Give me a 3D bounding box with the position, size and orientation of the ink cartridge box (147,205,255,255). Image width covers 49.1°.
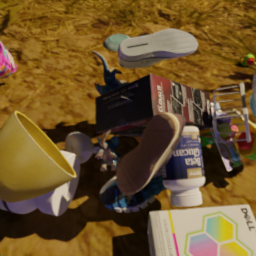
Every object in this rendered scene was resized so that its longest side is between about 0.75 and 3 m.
[{"bbox_3d":[1.941,2.487,5.662,2.968,0.880,1.541,-3,44,-3],"label":"ink cartridge box"}]

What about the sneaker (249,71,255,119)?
[{"bbox_3d":[3.053,-0.691,6.527,0.623,1.686,0.691,-34,33,-11],"label":"sneaker"}]

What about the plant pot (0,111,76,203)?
[{"bbox_3d":[-1.888,0.667,5.034,1.131,1.593,1.593,-42,54,-6],"label":"plant pot"}]

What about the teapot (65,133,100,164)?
[{"bbox_3d":[-1.255,0.529,7.741,0.689,0.931,0.943,-12,61,-39],"label":"teapot"}]

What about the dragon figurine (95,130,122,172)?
[{"bbox_3d":[-0.445,0.441,6.186,0.459,1.561,0.776,-7,44,6],"label":"dragon figurine"}]

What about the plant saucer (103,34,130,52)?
[{"bbox_3d":[-0.419,-3.933,12.670,1.439,0.277,1.439,1,45,0],"label":"plant saucer"}]

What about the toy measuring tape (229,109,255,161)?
[{"bbox_3d":[3.275,0.246,7.765,0.890,0.890,2.419,-4,24,-4],"label":"toy measuring tape"}]

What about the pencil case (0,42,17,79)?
[{"bbox_3d":[-4.225,-2.129,8.761,1.224,1.224,2.770,-13,12,-13],"label":"pencil case"}]

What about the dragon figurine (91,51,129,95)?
[{"bbox_3d":[-0.544,-1.155,7.913,0.995,2.002,0.589,-47,37,-5],"label":"dragon figurine"}]

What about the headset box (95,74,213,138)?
[{"bbox_3d":[0.547,-0.379,6.679,2.485,1.849,0.960,8,73,-42],"label":"headset box"}]

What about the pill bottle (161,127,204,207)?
[{"bbox_3d":[1.196,0.854,6.238,0.925,0.925,1.666,-5,82,-5],"label":"pill bottle"}]

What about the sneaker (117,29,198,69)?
[{"bbox_3d":[0.729,-2.028,7.320,2.143,0.758,0.782,-8,74,-12],"label":"sneaker"}]

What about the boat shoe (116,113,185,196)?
[{"bbox_3d":[0.452,0.554,5.499,0.680,2.098,0.755,-7,46,-44],"label":"boat shoe"}]

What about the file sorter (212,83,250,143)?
[{"bbox_3d":[2.500,-0.352,6.845,0.768,0.856,1.234,-6,39,22],"label":"file sorter"}]

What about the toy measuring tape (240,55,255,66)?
[{"bbox_3d":[5.139,-2.766,11.374,1.199,0.441,0.441,-3,44,-3],"label":"toy measuring tape"}]

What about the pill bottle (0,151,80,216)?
[{"bbox_3d":[-2.795,1.004,6.571,2.995,1.735,1.735,11,45,10],"label":"pill bottle"}]

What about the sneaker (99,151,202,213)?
[{"bbox_3d":[0.443,1.086,7.142,2.880,1.080,1.248,-22,31,-27],"label":"sneaker"}]

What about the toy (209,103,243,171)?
[{"bbox_3d":[2.642,0.141,7.451,1.070,0.439,1.858,-7,78,-49],"label":"toy"}]

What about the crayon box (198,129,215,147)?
[{"bbox_3d":[1.861,-0.292,8.704,1.182,0.580,1.990,-15,47,-15],"label":"crayon box"}]
